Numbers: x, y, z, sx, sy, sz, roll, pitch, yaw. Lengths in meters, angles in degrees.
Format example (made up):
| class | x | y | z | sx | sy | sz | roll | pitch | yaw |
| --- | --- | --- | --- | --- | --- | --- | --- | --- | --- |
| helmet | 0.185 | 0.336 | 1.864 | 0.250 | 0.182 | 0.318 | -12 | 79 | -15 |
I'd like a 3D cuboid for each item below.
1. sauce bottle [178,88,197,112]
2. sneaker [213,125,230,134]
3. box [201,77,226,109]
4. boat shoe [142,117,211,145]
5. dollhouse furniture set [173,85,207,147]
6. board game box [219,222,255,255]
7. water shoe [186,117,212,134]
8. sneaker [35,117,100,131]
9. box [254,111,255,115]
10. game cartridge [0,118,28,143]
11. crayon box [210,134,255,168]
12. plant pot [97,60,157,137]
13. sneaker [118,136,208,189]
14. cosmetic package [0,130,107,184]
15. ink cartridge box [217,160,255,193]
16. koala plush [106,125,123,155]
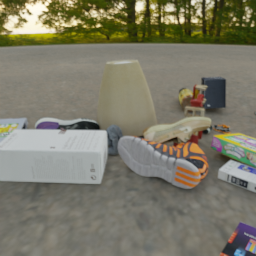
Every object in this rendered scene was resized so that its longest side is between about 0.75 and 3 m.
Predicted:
| class | x | y | z | sx | sy | sz | roll | pitch | yaw |
| --- | --- | --- | --- | --- | --- | --- | --- | --- | --- |
| sauce bottle | 2.967 | -1.536 | 14.305 | 0.830 | 0.830 | 2.516 | 0 | 20 | 1 |
| sneaker | 3.742 | 0.000 | 11.158 | 0.312 | 0.308 | 0.798 | -18 | 27 | -34 |
| box | 4.142 | -1.750 | 13.706 | 0.976 | 1.385 | 1.872 | -1 | 14 | 10 |
| boat shoe | 1.615 | 0.192 | 8.915 | 2.250 | 0.731 | 0.812 | -11 | -20 | -10 |
| dollhouse furniture set | 2.106 | -0.357 | 9.621 | 0.848 | 2.085 | 1.122 | 9 | 25 | 21 |
| board game box | 2.431 | 2.443 | 4.765 | 1.574 | 0.446 | 1.301 | 16 | 32 | 36 |
| water shoe | 2.815 | -0.138 | 11.174 | 1.097 | 0.392 | 0.433 | 36 | 50 | 24 |
| sneaker | -2.045 | 0.293 | 9.944 | 2.347 | 0.889 | 1.028 | -1 | 49 | -32 |
| box | 6.616 | -0.748 | 13.178 | 1.234 | 0.200 | 0.747 | -15 | 26 | -36 |
| game cartridge | -4.805 | 0.314 | 10.137 | 1.868 | 0.567 | 2.801 | -7 | 23 | -8 |
| crayon box | 3.790 | 0.689 | 8.842 | 1.505 | 0.509 | 1.745 | -4 | 19 | -37 |
| plant pot | -0.121 | -1.247 | 10.884 | 2.447 | 2.613 | 2.447 | -3 | 18 | 1 |
| sneaker | 1.080 | 0.850 | 8.363 | 2.693 | 1.045 | 1.509 | 24 | 27 | 26 |
| cosmetic package | -2.145 | 0.781 | 8.178 | 2.951 | 1.092 | 1.500 | 2 | 23 | 2 |
| ink cartridge box | 3.394 | 1.396 | 7.674 | 1.630 | 0.320 | 0.811 | 18 | 28 | 41 |
| koala plush | -0.766 | 0.375 | 9.603 | 1.022 | 0.939 | 0.906 | -5 | 19 | 25 |
